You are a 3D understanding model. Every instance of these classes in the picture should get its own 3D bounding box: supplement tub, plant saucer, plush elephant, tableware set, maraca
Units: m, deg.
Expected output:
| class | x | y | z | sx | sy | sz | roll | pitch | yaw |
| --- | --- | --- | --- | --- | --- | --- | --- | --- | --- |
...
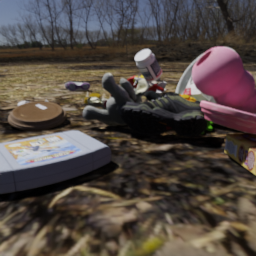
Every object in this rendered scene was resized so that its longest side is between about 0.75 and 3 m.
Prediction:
| class | x | y | z | sx | sy | sz | roll | pitch | yaw |
| --- | --- | --- | --- | --- | --- | --- | --- | --- | --- |
| supplement tub | 0.637 | -1.937 | 8.770 | 0.620 | 0.883 | 0.620 | -20 | 42 | 19 |
| plant saucer | 2.755 | -1.366 | 9.484 | 0.685 | 2.730 | 2.730 | 26 | 3 | -28 |
| plush elephant | -0.140 | -0.860 | 8.831 | 1.999 | 1.647 | 1.548 | 24 | 28 | -6 |
| plant saucer | 2.398 | -0.209 | 6.315 | 1.628 | 0.413 | 1.628 | 14 | 9 | -2 |
| tableware set | -1.048 | -1.100 | 11.637 | 1.526 | 0.234 | 1.028 | 6 | 33 | -5 |
| plant saucer | -2.928 | -0.447 | 9.058 | 1.825 | 0.269 | 1.825 | 2 | 28 | -1 |
| maraca | 1.831 | -0.414 | 8.525 | 1.148 | 0.896 | 1.674 | -19 | 51 | -29 |

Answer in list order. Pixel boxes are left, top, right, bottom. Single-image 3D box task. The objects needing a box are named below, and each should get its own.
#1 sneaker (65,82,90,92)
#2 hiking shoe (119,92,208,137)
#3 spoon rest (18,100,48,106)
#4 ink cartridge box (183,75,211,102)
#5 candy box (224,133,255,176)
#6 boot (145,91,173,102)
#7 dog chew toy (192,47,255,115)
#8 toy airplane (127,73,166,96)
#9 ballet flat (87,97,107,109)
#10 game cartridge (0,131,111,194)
| class | x | y | z | sx | sy | sz | roll | pitch | yaw |
| --- | --- | --- | --- | --- | --- | --- | --- | --- | --- |
| sneaker | -2.864 | -2.301 | 15.909 | 1.432 | 0.536 | 0.713 | 3 | 2 | -4 |
| hiking shoe | 0.985 | -0.450 | 7.877 | 2.437 | 0.923 | 1.227 | 9 | 44 | 13 |
| spoon rest | -3.442 | -0.755 | 10.221 | 0.631 | 0.385 | 1.270 | 45 | 30 | 16 |
| ink cartridge box | 2.511 | -1.520 | 9.471 | 0.511 | 1.233 | 0.905 | 31 | -13 | -27 |
| candy box | 2.887 | 0.581 | 5.729 | 1.059 | 0.512 | 1.814 | -2 | 14 | -7 |
| boot | 1.208 | -1.020 | 9.761 | 1.093 | 0.435 | 1.327 | 31 | -5 | -7 |
| dog chew toy | 2.748 | -1.136 | 7.565 | 2.137 | 1.331 | 1.331 | 42 | 10 | -13 |
| toy airplane | 1.016 | -2.326 | 14.181 | 1.950 | 1.382 | 1.958 | -6 | 19 | -18 |
| ballet flat | -1.069 | -1.004 | 11.053 | 1.206 | 0.384 | 0.406 | 7 | 50 | 19 |
| game cartridge | -1.743 | 0.613 | 5.752 | 2.567 | 0.533 | 1.710 | -11 | 15 | -34 |
